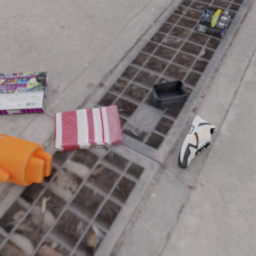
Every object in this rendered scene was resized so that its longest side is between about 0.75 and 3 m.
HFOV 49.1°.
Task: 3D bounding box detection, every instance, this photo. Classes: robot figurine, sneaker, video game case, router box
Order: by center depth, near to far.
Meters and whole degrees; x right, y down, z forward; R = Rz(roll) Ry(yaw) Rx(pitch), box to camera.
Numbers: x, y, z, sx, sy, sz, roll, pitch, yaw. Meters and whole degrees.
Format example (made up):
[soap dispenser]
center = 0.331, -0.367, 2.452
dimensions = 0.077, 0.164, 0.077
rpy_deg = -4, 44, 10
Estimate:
[robot figurine]
center = -3.865, 1.044, 9.340
dimensions = 2.530, 1.475, 1.819
rpy_deg = 14, 58, 10
[sneaker]
center = 2.479, 0.542, 10.088
dimensions = 0.928, 0.856, 2.321
rpy_deg = 24, 58, 14
[video game case]
center = -4.621, -1.480, 11.787
dimensions = 2.322, 0.416, 2.104
rpy_deg = -4, 54, -3
[router box]
center = 4.540, -5.579, 14.697
dimensions = 1.398, 0.464, 1.778
rpy_deg = 20, 57, 14

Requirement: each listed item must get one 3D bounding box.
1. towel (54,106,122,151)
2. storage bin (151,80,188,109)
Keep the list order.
[towel]
center = -1.580, -0.034, 10.844
dimensions = 2.547, 0.290, 1.834
rpy_deg = -7, 54, -5
[storage bin]
center = 1.692, -1.387, 11.611
dimensions = 1.316, 0.617, 0.890
rpy_deg = -11, 55, -9
